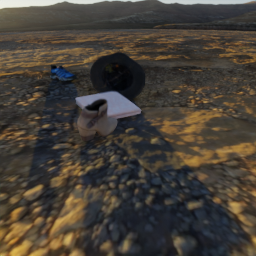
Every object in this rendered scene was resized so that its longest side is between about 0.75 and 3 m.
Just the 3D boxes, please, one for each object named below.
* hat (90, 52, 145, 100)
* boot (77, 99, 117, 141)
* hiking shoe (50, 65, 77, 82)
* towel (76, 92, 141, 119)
[{"bbox_3d":[-0.445,-1.996,11.958,2.345,2.345,0.946,-1,-20,-2],"label":"hat"},{"bbox_3d":[-0.774,-0.314,8.031,0.576,1.199,1.641,34,42,21],"label":"boot"},{"bbox_3d":[-3.375,-2.813,14.387,1.650,0.715,0.614,12,26,25],"label":"hiking shoe"},{"bbox_3d":[-0.753,-0.790,10.143,1.786,0.301,1.870,-14,33,-27],"label":"towel"}]
